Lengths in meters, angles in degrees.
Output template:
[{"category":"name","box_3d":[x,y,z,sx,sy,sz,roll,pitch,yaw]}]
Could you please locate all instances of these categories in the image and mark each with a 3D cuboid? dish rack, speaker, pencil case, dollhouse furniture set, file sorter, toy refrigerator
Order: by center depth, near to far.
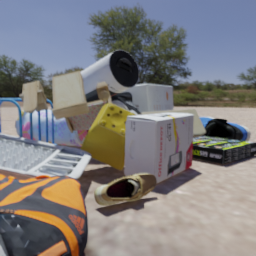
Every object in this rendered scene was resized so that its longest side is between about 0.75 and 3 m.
[{"category":"dish rack","box_3d":[-2.105,0.634,5.092,2.653,0.578,2.277,13,7,-2]},{"category":"dollhouse furniture set","box_3d":[-1.341,-0.096,7.240,2.035,2.387,1.165,-13,50,-2]},{"category":"file sorter","box_3d":[-3.201,0.032,7.538,1.870,1.653,2.695,1,6,1]},{"category":"toy refrigerator","box_3d":[1.254,0.046,8.911,2.491,0.946,0.872,-7,-22,-40]},{"category":"speaker","box_3d":[-1.013,-1.437,9.010,1.181,1.181,2.908,-6,-7,-44]},{"category":"pencil case","box_3d":[-2.554,-0.084,9.931,2.958,1.342,1.230,4,-4,28]}]

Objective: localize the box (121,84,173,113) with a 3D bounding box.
[{"category":"box","box_3d":[0.784,-0.668,11.542,1.436,2.057,2.701,-3,3,29]}]

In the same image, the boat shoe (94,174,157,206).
[{"category":"boat shoe","box_3d":[0.038,0.957,4.399,1.118,0.414,0.371,-13,-13,-32]}]

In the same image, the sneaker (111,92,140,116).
[{"category":"sneaker","box_3d":[0.164,-0.493,9.569,2.133,0.805,1.214,36,31,-29]}]

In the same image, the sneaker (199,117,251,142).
[{"category":"sneaker","box_3d":[2.867,0.078,10.065,1.424,0.983,2.561,6,7,-45]}]

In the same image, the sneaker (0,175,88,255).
[{"category":"sneaker","box_3d":[-1.571,0.814,3.136,2.716,1.054,1.522,28,14,31]}]

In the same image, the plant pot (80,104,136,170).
[{"category":"plant pot","box_3d":[-0.328,0.096,6.246,1.081,1.074,1.105,25,-33,1]}]

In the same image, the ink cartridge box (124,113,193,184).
[{"category":"ink cartridge box","box_3d":[0.737,0.360,6.084,0.756,1.303,1.766,6,10,34]}]

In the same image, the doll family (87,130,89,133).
[{"category":"doll family","box_3d":[-0.400,0.360,8.885,1.913,0.751,1.106,0,8,16]}]

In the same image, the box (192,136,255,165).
[{"category":"box","box_3d":[2.411,0.583,8.079,1.895,0.450,1.830,-5,10,-42]}]
